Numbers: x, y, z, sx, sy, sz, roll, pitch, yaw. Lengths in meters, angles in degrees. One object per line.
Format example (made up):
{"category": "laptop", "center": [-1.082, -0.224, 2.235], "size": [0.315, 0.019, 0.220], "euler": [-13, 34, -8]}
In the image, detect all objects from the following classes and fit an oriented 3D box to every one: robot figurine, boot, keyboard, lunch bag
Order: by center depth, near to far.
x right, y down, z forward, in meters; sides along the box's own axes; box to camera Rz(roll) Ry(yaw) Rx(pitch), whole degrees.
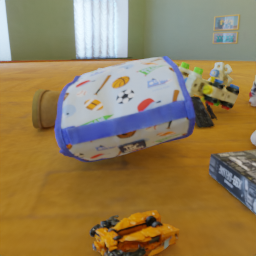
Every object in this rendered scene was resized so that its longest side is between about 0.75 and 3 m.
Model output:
{"category": "robot figurine", "center": [0.050, 1.117, 2.858], "size": [0.870, 0.253, 0.631], "euler": [-8, 18, -28]}
{"category": "lunch bag", "center": [-0.032, -0.328, 4.928], "size": [2.053, 1.496, 2.415], "euler": [-14, 16, 4]}
{"category": "keyboard", "center": [1.963, -0.500, 7.427], "size": [0.599, 0.228, 1.152], "euler": [-5, 48, -10]}
{"category": "boot", "center": [-0.828, -0.605, 7.579], "size": [2.909, 0.962, 2.547], "euler": [1, 16, 1]}

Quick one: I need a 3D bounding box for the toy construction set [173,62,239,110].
{"category": "toy construction set", "center": [2.373, -1.358, 8.747], "size": [2.744, 1.264, 1.799], "euler": [-9, 29, -34]}

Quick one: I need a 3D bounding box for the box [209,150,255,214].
{"category": "box", "center": [2.162, 0.688, 4.093], "size": [1.522, 0.379, 1.200], "euler": [-4, 17, -14]}

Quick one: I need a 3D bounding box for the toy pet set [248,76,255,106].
{"category": "toy pet set", "center": [5.342, -1.018, 8.675], "size": [2.880, 2.689, 1.529], "euler": [7, 63, 21]}

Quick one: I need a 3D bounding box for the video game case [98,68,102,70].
{"category": "video game case", "center": [-0.471, -1.652, 10.575], "size": [1.807, 0.208, 1.647], "euler": [2, -22, -22]}

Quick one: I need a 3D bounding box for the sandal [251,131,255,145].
{"category": "sandal", "center": [3.651, -0.148, 6.205], "size": [0.737, 1.220, 2.998], "euler": [50, 40, 14]}
